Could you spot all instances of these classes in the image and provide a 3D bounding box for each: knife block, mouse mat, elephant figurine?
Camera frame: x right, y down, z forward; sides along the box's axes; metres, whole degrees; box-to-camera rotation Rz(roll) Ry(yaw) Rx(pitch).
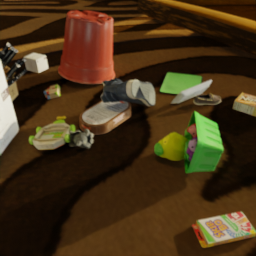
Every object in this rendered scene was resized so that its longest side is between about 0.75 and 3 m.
[{"bbox_3d":[-5.894,-2.389,12.225,2.904,2.549,0.929,3,34,5],"label":"knife block"},{"bbox_3d":[2.713,-2.220,14.155,1.949,0.091,2.422,9,37,14],"label":"mouse mat"},{"bbox_3d":[-1.828,0.375,10.001,1.054,0.817,0.746,9,68,30],"label":"elephant figurine"}]

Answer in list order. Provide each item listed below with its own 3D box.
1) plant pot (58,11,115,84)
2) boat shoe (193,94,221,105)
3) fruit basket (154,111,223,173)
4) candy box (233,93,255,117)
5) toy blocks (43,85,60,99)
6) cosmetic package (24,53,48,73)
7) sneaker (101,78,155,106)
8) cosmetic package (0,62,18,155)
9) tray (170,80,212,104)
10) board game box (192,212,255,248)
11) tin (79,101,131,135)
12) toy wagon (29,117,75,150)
[{"bbox_3d":[-2.000,-4.162,14.132,2.991,2.908,2.991,7,33,-4],"label":"plant pot"},{"bbox_3d":[3.571,-1.302,12.487,1.299,0.387,0.467,-4,45,-10],"label":"boat shoe"},{"bbox_3d":[1.885,0.478,9.128,2.070,1.493,2.070,8,34,-6],"label":"fruit basket"},{"bbox_3d":[5.450,-0.910,11.926,1.639,0.453,0.946,24,41,31],"label":"candy box"},{"bbox_3d":[-3.598,-1.663,13.081,0.710,0.519,1.039,-14,35,-1],"label":"toy blocks"},{"bbox_3d":[-5.102,-3.604,15.530,0.943,0.778,0.777,18,39,25],"label":"cosmetic package"},{"bbox_3d":[-0.031,-1.447,11.817,1.850,0.973,2.560,-1,-7,29],"label":"sneaker"},{"bbox_3d":[-5.468,-0.514,9.142,2.416,2.929,2.414,2,34,3],"label":"cosmetic package"},{"bbox_3d":[2.861,-1.553,12.509,1.916,1.029,0.212,-23,74,-26],"label":"tray"},{"bbox_3d":[2.424,2.583,7.144,1.449,0.217,0.692,-10,35,-9],"label":"board game box"},{"bbox_3d":[-0.886,-0.543,11.416,1.392,0.520,2.486,27,43,27],"label":"tin"},{"bbox_3d":[-2.695,0.162,10.319,1.443,0.368,1.860,-3,30,10],"label":"toy wagon"}]
